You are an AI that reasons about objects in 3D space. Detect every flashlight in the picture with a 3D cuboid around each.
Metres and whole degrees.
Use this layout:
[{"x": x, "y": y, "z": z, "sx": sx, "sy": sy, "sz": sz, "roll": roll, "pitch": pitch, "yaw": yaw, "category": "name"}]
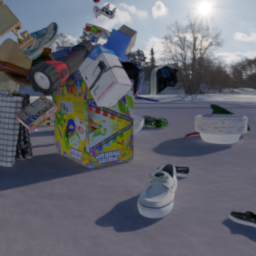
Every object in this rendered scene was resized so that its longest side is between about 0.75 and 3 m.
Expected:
[{"x": -2.085, "y": -2.103, "z": 9.275, "sx": 0.976, "sy": 0.973, "sz": 2.873, "roll": -41, "pitch": 11, "yaw": 39, "category": "flashlight"}]

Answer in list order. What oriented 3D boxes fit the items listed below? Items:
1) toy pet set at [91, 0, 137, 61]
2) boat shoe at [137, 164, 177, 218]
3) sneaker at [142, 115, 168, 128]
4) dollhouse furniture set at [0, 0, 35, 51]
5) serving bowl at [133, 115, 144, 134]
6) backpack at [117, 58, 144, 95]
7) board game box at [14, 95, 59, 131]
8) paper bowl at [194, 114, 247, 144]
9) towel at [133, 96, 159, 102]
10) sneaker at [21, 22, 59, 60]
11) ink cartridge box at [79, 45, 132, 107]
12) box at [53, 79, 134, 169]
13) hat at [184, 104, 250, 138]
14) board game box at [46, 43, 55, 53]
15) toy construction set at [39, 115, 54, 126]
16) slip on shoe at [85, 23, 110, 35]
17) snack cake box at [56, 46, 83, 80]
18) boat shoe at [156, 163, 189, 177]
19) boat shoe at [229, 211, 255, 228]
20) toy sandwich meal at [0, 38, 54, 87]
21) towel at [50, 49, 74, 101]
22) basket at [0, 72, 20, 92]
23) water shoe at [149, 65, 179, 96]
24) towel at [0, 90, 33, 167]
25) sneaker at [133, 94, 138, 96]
[{"x": -0.598, "y": -2.379, "z": 7.530, "sx": 1.514, "sy": 0.861, "sz": 1.621, "roll": 32, "pitch": -28, "yaw": 10, "category": "toy pet set"}, {"x": 0.641, "y": 1.232, "z": 5.950, "sx": 0.716, "sy": 0.650, "sz": 1.947, "roll": 2, "pitch": 8, "yaw": 14, "category": "boat shoe"}, {"x": 1.465, "y": -0.369, "z": 17.322, "sx": 1.873, "sy": 0.731, "sz": 0.798, "roll": 4, "pitch": 9, "yaw": 22, "category": "sneaker"}, {"x": -3.406, "y": -2.747, "z": 7.760, "sx": 0.879, "sy": 1.241, "sz": 1.350, "roll": -39, "pitch": 13, "yaw": -5, "category": "dollhouse furniture set"}, {"x": -0.236, "y": -0.063, "z": 14.577, "sx": 2.148, "sy": 0.707, "sz": 2.148, "roll": -4, "pitch": 17, "yaw": 1, "category": "serving bowl"}, {"x": -0.171, "y": -2.473, "z": 13.120, "sx": 1.149, "sy": 1.559, "sz": 1.707, "roll": -13, "pitch": 44, "yaw": -23, "category": "backpack"}, {"x": -2.600, "y": -0.442, "z": 8.002, "sx": 0.771, "sy": 0.236, "sz": 1.017, "roll": 32, "pitch": 63, "yaw": 35, "category": "board game box"}, {"x": 4.166, "y": 0.030, "z": 12.708, "sx": 2.269, "sy": 1.180, "sz": 2.269, "roll": 0, "pitch": 9, "yaw": 0, "category": "paper bowl"}, {"x": 0.431, "y": -1.271, "z": 12.111, "sx": 1.139, "sy": 0.185, "sz": 1.551, "roll": 5, "pitch": 7, "yaw": -37, "category": "towel"}, {"x": -2.922, "y": -2.931, "z": 9.227, "sx": 0.581, "sy": 1.498, "sz": 0.647, "roll": 50, "pitch": 9, "yaw": 34, "category": "sneaker"}, {"x": -0.554, "y": -1.202, "z": 6.580, "sx": 0.498, "sy": 1.181, "sz": 0.854, "roll": -3, "pitch": -32, "yaw": -49, "category": "ink cartridge box"}, {"x": -1.293, "y": -0.310, "z": 9.656, "sx": 1.697, "sy": 2.679, "sz": 2.781, "roll": -6, "pitch": 11, "yaw": -36, "category": "box"}, {"x": 4.477, "y": 0.283, "z": 14.488, "sx": 2.688, "sy": 2.366, "sz": 2.226, "roll": 35, "pitch": 1, "yaw": 2, "category": "hat"}, {"x": -4.359, "y": -3.503, "z": 14.589, "sx": 1.447, "sy": 2.153, "sz": 0.368, "roll": 6, "pitch": 24, "yaw": 29, "category": "board game box"}, {"x": -5.225, "y": -0.546, "z": 18.517, "sx": 1.905, "sy": 0.878, "sz": 1.249, "roll": -19, "pitch": 17, "yaw": -34, "category": "toy construction set"}, {"x": -0.941, "y": -3.094, "z": 8.976, "sx": 0.919, "sy": 0.281, "sz": 0.340, "roll": 14, "pitch": 23, "yaw": -11, "category": "slip on shoe"}, {"x": -1.969, "y": -2.865, "z": 12.915, "sx": 2.971, "sy": 1.708, "sz": 0.998, "roll": 13, "pitch": 20, "yaw": 36, "category": "snack cake box"}, {"x": 1.232, "y": 1.148, "z": 7.788, "sx": 0.932, "sy": 0.318, "sz": 0.344, "roll": 4, "pitch": 9, "yaw": 29, "category": "boat shoe"}, {"x": 2.169, "y": 1.591, "z": 4.947, "sx": 0.765, "sy": 0.216, "sz": 0.262, "roll": 7, "pitch": 11, "yaw": 42, "category": "boat shoe"}, {"x": -3.575, "y": -2.408, "z": 9.995, "sx": 2.132, "sy": 2.132, "sz": 0.730, "roll": -4, "pitch": -27, "yaw": -26, "category": "toy sandwich meal"}, {"x": -2.971, "y": -2.333, "z": 12.629, "sx": 1.249, "sy": 2.238, "sz": 0.543, "roll": -2, "pitch": 5, "yaw": 26, "category": "towel"}, {"x": -5.513, "y": -2.145, "z": 11.132, "sx": 1.514, "sy": 2.234, "sz": 1.378, "roll": -29, "pitch": -14, "yaw": -44, "category": "basket"}, {"x": 1.549, "y": -2.065, "z": 11.661, "sx": 1.020, "sy": 0.924, "sz": 2.584, "roll": 9, "pitch": 32, "yaw": 14, "category": "water shoe"}, {"x": -4.488, "y": -0.071, "z": 9.417, "sx": 2.825, "sy": 2.340, "sz": 1.209, "roll": 4, "pitch": 1, "yaw": 23, "category": "towel"}, {"x": 0.308, "y": -2.119, "z": 14.900, "sx": 0.463, "sy": 1.182, "sz": 0.456, "roll": -1, "pitch": 2, "yaw": 9, "category": "sneaker"}]
